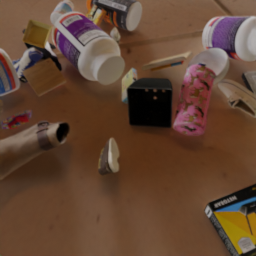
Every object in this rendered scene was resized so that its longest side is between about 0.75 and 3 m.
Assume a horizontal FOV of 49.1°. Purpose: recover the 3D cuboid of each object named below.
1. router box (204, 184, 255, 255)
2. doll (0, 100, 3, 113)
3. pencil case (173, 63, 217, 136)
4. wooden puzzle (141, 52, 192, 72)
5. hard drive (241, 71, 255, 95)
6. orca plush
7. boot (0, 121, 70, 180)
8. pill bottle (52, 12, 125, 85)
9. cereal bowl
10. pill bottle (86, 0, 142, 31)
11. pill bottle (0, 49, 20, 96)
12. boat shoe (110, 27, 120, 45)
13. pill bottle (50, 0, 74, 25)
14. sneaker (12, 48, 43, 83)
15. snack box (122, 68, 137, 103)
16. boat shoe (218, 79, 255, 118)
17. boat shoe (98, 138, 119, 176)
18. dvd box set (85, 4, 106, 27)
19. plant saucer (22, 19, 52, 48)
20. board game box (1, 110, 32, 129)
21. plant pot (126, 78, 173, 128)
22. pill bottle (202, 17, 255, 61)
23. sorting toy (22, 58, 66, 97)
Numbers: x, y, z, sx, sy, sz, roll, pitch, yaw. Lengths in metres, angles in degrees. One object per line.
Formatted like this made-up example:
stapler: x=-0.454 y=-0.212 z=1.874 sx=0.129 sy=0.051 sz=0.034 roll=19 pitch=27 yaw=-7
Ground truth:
router box: x=3.029 y=2.126 z=6.516 sx=1.973 sy=0.504 sz=1.472 roll=-18 pitch=53 yaw=-14
doll: x=-4.094 y=-0.426 z=7.943 sx=0.311 sy=0.875 sz=1.282 roll=20 pitch=32 yaw=6
pencil case: x=1.994 y=-0.822 z=8.355 sx=0.906 sy=0.947 sz=2.189 roll=21 pitch=69 yaw=-8
wooden puzzle: x=1.348 y=-2.219 z=9.472 sx=1.467 sy=0.295 sz=1.586 roll=-9 pitch=15 yaw=23
hard drive: x=4.566 y=-1.414 z=9.547 sx=0.958 sy=0.259 sz=1.371 roll=-3 pitch=50 yaw=-3
orca plush: x=-3.364 y=-2.854 z=10.587 sx=2.528 sy=0.899 sz=1.330 roll=44 pitch=18 yaw=19
boot: x=-2.535 y=0.510 z=7.052 sx=1.800 sy=0.865 sz=2.461 roll=-16 pitch=24 yaw=14
pill bottle: x=-1.363 y=-2.728 z=9.737 sx=1.593 sy=1.593 sz=2.832 roll=-29 pitch=57 yaw=-21
cereal bowl: x=2.770 y=-1.979 z=9.594 sx=1.453 sy=0.605 sz=1.453 roll=-22 pitch=47 yaw=26
pill bottle: x=-0.656 y=-5.027 z=11.854 sx=2.269 sy=1.205 sz=1.205 roll=28 pitch=56 yaw=21
pill bottle: x=-4.867 y=-1.389 z=8.624 sx=2.567 sy=1.441 sz=1.441 roll=-31 pitch=57 yaw=-29
boat shoe: x=-0.394 y=-3.096 z=9.473 sx=0.286 sy=0.824 sz=0.292 roll=41 pitch=85 yaw=9
pill bottle: x=-2.811 y=-4.966 z=12.119 sx=0.711 sy=0.711 sz=1.307 roll=9 pitch=51 yaw=7
sneaker: x=-3.530 y=-2.042 z=9.698 sx=1.475 sy=0.596 sz=0.852 roll=-26 pitch=71 yaw=20
snack box: x=0.042 y=-1.408 z=9.307 sx=0.201 sy=0.629 sz=1.083 roll=24 pitch=45 yaw=-28
boat shoe: x=3.496 y=-0.926 z=8.934 sx=0.624 sy=0.633 sz=1.786 roll=-40 pitch=57 yaw=-9
boat shoe: x=-0.524 y=0.745 z=7.440 sx=0.443 sy=0.534 sz=1.487 roll=-24 pitch=24 yaw=10
dvd box set: x=-1.486 y=-4.310 z=11.353 sx=0.926 sy=0.186 sz=1.266 roll=44 pitch=107 yaw=36
plant saucer: x=-3.140 y=-3.241 z=9.746 sx=0.837 sy=0.203 sz=0.837 roll=18 pitch=88 yaw=2
board game box: x=-3.128 y=-0.143 z=7.976 sx=0.856 sy=1.083 sz=0.211 roll=-27 pitch=84 yaw=-27
plant pot: x=0.726 y=-0.871 z=8.476 sx=1.297 sy=1.294 sz=1.150 roll=3 pitch=35 yaw=12
pill bottle: x=3.837 y=-3.028 z=9.506 sx=1.401 sy=1.401 sz=2.514 roll=-23 pitch=28 yaw=-17
sorting toy: x=-2.822 y=-1.663 z=9.495 sx=1.057 sy=0.368 sz=1.050 roll=-32 pitch=77 yaw=-18
